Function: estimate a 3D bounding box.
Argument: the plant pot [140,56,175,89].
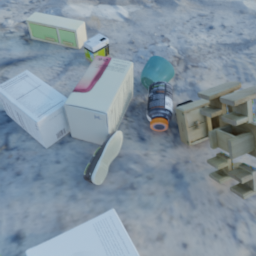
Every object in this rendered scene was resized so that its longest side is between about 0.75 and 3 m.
[{"bbox_3d":[1.000,-1.923,10.348,1.147,1.147,0.920,27,65,22],"label":"plant pot"}]

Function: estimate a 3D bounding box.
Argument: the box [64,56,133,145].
[{"bbox_3d":[-0.832,-0.915,9.093,1.364,1.601,2.504,14,50,12],"label":"box"}]

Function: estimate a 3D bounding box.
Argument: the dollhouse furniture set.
[{"bbox_3d":[2.921,-0.040,7.697,1.920,2.533,2.890,-19,21,-15],"label":"dollhouse furniture set"}]

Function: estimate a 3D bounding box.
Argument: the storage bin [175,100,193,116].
[{"bbox_3d":[2.098,-0.428,9.443,0.641,0.445,0.948,-21,53,-17],"label":"storage bin"}]

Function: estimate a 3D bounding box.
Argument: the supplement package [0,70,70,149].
[{"bbox_3d":[-2.980,-0.656,9.092,2.283,1.250,1.298,35,57,26],"label":"supplement package"}]

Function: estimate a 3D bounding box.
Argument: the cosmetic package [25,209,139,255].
[{"bbox_3d":[-0.733,3.123,5.747,1.983,1.219,1.977,-21,53,-20],"label":"cosmetic package"}]

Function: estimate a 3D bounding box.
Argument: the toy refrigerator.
[{"bbox_3d":[-3.204,-4.345,12.533,2.512,0.954,0.879,16,51,13],"label":"toy refrigerator"}]

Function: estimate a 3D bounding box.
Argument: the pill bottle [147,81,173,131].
[{"bbox_3d":[1.056,-0.695,9.324,0.850,0.850,1.601,4,60,4],"label":"pill bottle"}]

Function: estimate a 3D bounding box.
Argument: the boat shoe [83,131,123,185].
[{"bbox_3d":[-0.713,0.797,8.132,0.523,0.631,1.756,7,60,35],"label":"boat shoe"}]

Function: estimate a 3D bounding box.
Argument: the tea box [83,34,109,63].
[{"bbox_3d":[-1.294,-3.251,11.620,0.596,0.877,0.892,35,58,27],"label":"tea box"}]
